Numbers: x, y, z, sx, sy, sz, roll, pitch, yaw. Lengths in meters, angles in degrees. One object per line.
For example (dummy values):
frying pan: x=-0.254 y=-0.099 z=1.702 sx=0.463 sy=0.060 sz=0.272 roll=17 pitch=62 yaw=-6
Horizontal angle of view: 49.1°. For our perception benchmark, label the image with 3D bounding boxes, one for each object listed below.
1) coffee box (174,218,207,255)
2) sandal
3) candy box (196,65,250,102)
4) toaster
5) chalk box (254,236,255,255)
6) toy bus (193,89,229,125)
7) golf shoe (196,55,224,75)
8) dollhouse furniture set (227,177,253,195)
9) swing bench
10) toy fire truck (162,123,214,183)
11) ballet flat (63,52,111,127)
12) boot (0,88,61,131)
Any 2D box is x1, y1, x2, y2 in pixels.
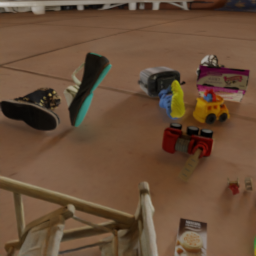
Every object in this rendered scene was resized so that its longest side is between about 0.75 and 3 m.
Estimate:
coffee box: x=1.182 y=2.237 z=5.297 sx=0.556 sy=0.388 sz=0.972 roll=7 pitch=29 yaw=12
sandal: x=1.644 y=-0.984 z=10.917 sx=0.948 sy=0.865 sz=2.177 roll=-23 pitch=26 yaw=23
candy box: x=3.609 y=-1.644 z=10.807 sx=1.732 sy=0.775 sz=2.541 roll=10 pitch=0 yaw=19
toaster: x=1.428 y=-2.118 z=12.498 sx=1.954 sy=1.110 sz=1.262 roll=-15 pitch=30 yaw=-19
chalk box: x=3.057 y=1.544 z=4.081 sx=1.722 sy=2.759 sz=1.710 roll=9 pitch=30 yaw=16
toy bus: x=3.054 y=-0.827 z=10.106 sx=1.210 sy=1.162 sz=0.821 roll=-7 pitch=28 yaw=-16
golf shoe: x=4.044 y=-3.116 z=14.427 sx=1.250 sy=1.029 sz=2.646 roll=-2 pitch=28 yaw=-3
dollhouse furniture set: x=2.930 y=1.509 z=6.733 sx=1.038 sy=0.422 sz=0.559 roll=-6 pitch=25 yaw=27
swing bench: x=-0.896 y=2.242 z=3.992 sx=2.710 sy=1.758 sz=2.695 roll=4 pitch=28 yaw=-4
toy fire truck: x=1.554 y=0.641 z=7.822 sx=1.411 sy=1.031 sz=1.603 roll=13 pitch=21 yaw=21
ballet flat: x=-1.489 y=-1.283 z=9.202 sx=0.949 sy=2.774 sz=0.943 roll=35 pitch=31 yaw=2
boot: x=-3.149 y=-0.777 z=10.322 sx=2.491 sy=0.912 sz=1.876 roll=12 pitch=29 yaw=24
